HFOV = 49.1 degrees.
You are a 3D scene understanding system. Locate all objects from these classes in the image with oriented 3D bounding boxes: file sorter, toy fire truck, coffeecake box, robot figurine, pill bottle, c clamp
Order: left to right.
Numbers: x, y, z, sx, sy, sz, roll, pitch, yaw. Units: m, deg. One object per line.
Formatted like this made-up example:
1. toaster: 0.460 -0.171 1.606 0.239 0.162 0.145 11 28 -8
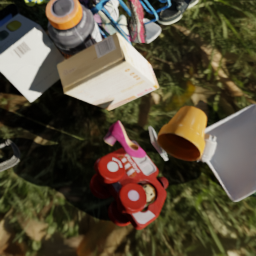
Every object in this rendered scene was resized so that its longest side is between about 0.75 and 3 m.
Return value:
1. c clamp: -4.373 0.862 9.139 1.602 0.217 1.368 -19 64 -9
2. pill bottle: -1.507 -2.708 8.396 1.371 2.580 1.371 -3 71 9
3. pill bottle: -1.308 -4.173 10.983 1.586 1.586 2.846 13 63 6
4. coffeecake box: -0.491 -1.543 8.587 2.013 2.622 0.958 -23 74 20
5. toy fire truck: 0.149 1.600 8.254 2.007 1.340 2.390 -25 65 -33
6. file sorter: 0.164 -3.881 8.761 2.535 1.759 1.555 -48 113 -5
7. robot figurine: 2.341 0.638 8.505 0.767 0.511 0.905 15 98 -26

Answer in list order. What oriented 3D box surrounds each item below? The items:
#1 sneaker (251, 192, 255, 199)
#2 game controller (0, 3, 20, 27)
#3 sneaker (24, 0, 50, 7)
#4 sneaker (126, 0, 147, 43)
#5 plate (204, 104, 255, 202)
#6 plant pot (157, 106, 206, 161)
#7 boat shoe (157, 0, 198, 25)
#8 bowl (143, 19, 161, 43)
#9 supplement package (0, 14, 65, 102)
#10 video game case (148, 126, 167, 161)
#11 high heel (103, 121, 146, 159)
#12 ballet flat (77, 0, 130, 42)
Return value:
1. sneaker: 4.360 1.511 8.628 1.754 0.685 0.747 -42 77 -10
2. game controller: -4.760 -3.819 11.165 1.286 0.519 2.465 -23 68 8
3. sneaker: -3.865 -5.908 12.340 1.518 0.797 0.575 -25 65 -12
4. sneaker: 0.161 -2.903 7.719 0.503 1.346 0.543 1 52 15
5. plate: 3.661 0.707 8.680 2.609 0.423 2.615 -27 50 0
6. plant pot: 1.634 0.084 7.911 1.297 1.297 1.188 24 63 12
7. boat shoe: 2.203 -5.403 12.053 2.517 0.835 0.941 -37 68 -18
8. bowl: 0.745 -3.933 11.555 0.995 0.371 0.994 37 69 18
9. supplement package: -3.286 -2.272 8.881 1.673 1.661 2.204 -42 43 -8
10. video game case: 0.931 0.484 8.823 0.107 0.836 0.919 -31 27 15
11. high heel: 0.059 0.355 7.974 1.460 0.700 0.492 30 22 -21
12. ballet flat: -0.686 -3.773 9.794 2.544 0.905 0.879 35 29 -23
